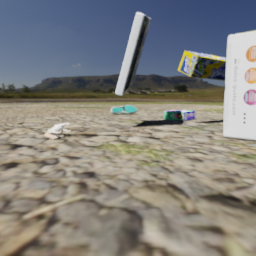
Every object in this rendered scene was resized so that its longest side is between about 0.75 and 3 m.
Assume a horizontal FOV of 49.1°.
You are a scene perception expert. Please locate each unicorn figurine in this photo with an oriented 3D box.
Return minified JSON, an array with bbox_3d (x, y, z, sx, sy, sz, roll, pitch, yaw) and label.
[{"bbox_3d":[-2.074,0.074,8.394,0.763,0.410,1.111,1,7,26],"label":"unicorn figurine"}]

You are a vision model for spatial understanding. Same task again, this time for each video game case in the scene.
[{"bbox_3d":[0.224,-2.852,10.822,0.336,2.878,2.617,18,20,3],"label":"video game case"}]

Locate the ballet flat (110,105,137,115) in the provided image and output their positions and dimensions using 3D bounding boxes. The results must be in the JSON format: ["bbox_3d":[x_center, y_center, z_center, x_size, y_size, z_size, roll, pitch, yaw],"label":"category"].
[{"bbox_3d":[-0.319,-1.137,18.420,1.753,0.629,0.629,-1,7,-13],"label":"ballet flat"}]

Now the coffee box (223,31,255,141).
[{"bbox_3d":[4.862,-1.186,8.032,2.982,2.978,2.949,-6,9,-42],"label":"coffee box"}]

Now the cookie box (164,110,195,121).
[{"bbox_3d":[2.631,-0.658,14.455,1.243,0.467,1.063,5,10,42],"label":"cookie box"}]

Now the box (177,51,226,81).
[{"bbox_3d":[3.367,-2.576,11.777,2.552,0.894,0.821,-2,30,-35],"label":"box"}]
